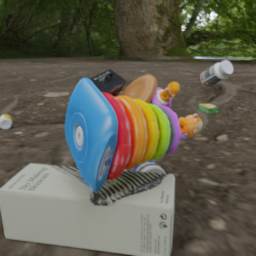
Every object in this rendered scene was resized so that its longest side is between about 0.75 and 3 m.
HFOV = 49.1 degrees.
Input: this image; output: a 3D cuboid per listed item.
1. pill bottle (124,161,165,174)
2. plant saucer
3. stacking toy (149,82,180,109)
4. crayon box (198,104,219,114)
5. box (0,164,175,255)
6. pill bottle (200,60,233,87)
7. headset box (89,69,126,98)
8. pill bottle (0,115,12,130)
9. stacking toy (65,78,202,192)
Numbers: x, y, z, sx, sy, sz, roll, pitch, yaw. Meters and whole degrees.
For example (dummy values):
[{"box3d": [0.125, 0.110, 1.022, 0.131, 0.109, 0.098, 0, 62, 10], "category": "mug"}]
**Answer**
[{"box3d": [0.304, 0.951, 6.338, 0.680, 0.680, 1.225, -6, 19, -19], "category": "pill bottle"}, {"box3d": [0.178, -0.983, 9.015, 0.293, 1.818, 1.818, 36, 3, -25], "category": "plant saucer"}, {"box3d": [0.853, -0.807, 8.870, 1.260, 1.332, 2.296, 21, -33, -26], "category": "stacking toy"}, {"box3d": [3.590, -0.862, 12.498, 0.531, 0.261, 0.894, -6, 19, -16], "category": "crayon box"}, {"box3d": [-0.619, 1.324, 4.767, 2.769, 0.947, 1.138, 3, 18, 9], "category": "box"}, {"box3d": [2.504, -1.533, 7.943, 0.499, 0.499, 0.862, -11, -9, -30], "category": "pill bottle"}, {"box3d": [-1.060, -0.990, 9.563, 0.812, 2.101, 1.564, 39, 36, 5], "category": "headset box"}, {"box3d": [-4.520, -0.235, 10.338, 0.428, 0.428, 0.783, -7, 20, -20], "category": "pill bottle"}, {"box3d": [0.297, 0.062, 4.287, 2.258, 1.311, 1.239, -4, 37, -31], "category": "stacking toy"}]
